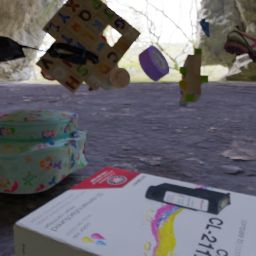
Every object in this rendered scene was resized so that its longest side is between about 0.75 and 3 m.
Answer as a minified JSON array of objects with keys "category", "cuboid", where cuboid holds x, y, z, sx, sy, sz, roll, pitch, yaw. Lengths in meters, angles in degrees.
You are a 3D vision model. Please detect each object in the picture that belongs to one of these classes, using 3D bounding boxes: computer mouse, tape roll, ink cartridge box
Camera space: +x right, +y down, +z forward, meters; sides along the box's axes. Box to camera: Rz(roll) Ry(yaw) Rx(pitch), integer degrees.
[{"category":"computer mouse","cuboid":[-1.725,-1.239,4.848,2.454,0.418,0.719,7,-6,6]},{"category":"tape roll","cuboid":[0.902,-2.243,9.752,0.496,1.168,1.168,-30,-7,35]},{"category":"ink cartridge box","cuboid":[0.443,1.552,3.447,2.850,1.180,2.077,7,15,26]}]

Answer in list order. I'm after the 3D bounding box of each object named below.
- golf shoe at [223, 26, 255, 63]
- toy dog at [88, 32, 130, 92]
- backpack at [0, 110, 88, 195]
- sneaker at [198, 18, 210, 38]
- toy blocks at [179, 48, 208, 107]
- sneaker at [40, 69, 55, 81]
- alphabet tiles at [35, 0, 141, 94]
[{"category":"golf shoe","cuboid":[3.273,-2.063,7.095,1.580,0.727,0.573,22,-4,-2]},{"category":"toy dog","cuboid":[-1.120,-2.346,9.576,1.345,2.793,1.842,-26,-11,-25]},{"category":"backpack","cuboid":[-2.307,0.532,6.766,2.194,1.861,2.471,4,19,18]},{"category":"sneaker","cuboid":[3.348,-4.316,12.015,0.356,0.908,0.299,-30,-21,29]},{"category":"toy blocks","cuboid":[2.181,-1.624,9.954,0.976,1.953,1.335,4,-14,1]},{"category":"sneaker","cuboid":[-1.771,-2.264,8.458,2.918,1.265,1.075,-3,27,42]},{"category":"alphabet tiles","cuboid":[-0.974,-1.858,6.143,1.729,2.068,0.078,37,-9,-6]}]
